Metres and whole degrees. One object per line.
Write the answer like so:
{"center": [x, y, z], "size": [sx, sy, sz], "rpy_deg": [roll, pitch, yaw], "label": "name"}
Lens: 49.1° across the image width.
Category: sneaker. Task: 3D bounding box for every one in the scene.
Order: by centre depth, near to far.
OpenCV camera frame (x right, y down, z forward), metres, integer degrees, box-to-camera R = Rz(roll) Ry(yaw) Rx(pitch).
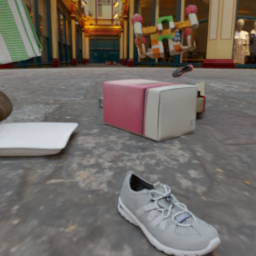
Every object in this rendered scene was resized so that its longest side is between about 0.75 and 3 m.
{"center": [0.456, 1.171, 4.011], "size": [0.669, 0.734, 1.791], "rpy_deg": [-14, 20, -41], "label": "sneaker"}
{"center": [1.772, -1.913, 9.379], "size": [0.770, 0.297, 0.315], "rpy_deg": [-23, -7, 29], "label": "sneaker"}

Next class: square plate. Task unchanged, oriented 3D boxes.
{"center": [-2.847, 0.305, 7.968], "size": [2.501, 0.356, 2.477], "rpy_deg": [0, 15, -1], "label": "square plate"}

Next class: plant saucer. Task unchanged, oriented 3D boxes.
{"center": [-5.087, -0.706, 9.069], "size": [2.499, 0.368, 2.499], "rpy_deg": [-2, -29, -1], "label": "plant saucer"}

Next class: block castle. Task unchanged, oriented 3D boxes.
{"center": [1.123, -2.945, 8.549], "size": [1.934, 0.907, 1.293], "rpy_deg": [-8, -25, 6], "label": "block castle"}

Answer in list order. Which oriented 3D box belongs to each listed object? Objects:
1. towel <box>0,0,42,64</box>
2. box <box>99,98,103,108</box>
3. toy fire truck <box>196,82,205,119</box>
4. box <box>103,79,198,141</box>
{"center": [-4.238, -2.981, 8.423], "size": [2.982, 2.275, 0.349], "rpy_deg": [-5, 32, 16], "label": "towel"}
{"center": [-0.378, -1.361, 13.914], "size": [1.566, 0.477, 1.943], "rpy_deg": [6, 16, 15], "label": "box"}
{"center": [2.412, -1.294, 12.034], "size": [2.039, 1.491, 2.317], "rpy_deg": [8, 10, 29], "label": "toy fire truck"}
{"center": [0.656, -0.748, 9.525], "size": [1.821, 1.552, 2.848], "rpy_deg": [-12, 19, -38], "label": "box"}
